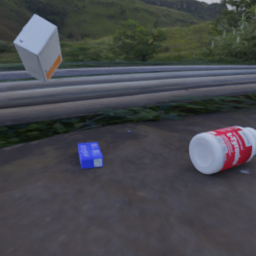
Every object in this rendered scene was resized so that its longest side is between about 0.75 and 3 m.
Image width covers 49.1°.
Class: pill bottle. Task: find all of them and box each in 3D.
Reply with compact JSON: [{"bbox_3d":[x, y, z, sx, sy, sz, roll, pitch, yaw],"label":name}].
[{"bbox_3d":[2.539,0.510,7.181,1.782,1.001,1.001,-11,20,-29],"label":"pill bottle"}]

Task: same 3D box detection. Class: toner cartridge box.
[{"bbox_3d":[-1.053,0.736,7.713,0.570,0.259,1.199,-3,17,-13],"label":"toner cartridge box"}]

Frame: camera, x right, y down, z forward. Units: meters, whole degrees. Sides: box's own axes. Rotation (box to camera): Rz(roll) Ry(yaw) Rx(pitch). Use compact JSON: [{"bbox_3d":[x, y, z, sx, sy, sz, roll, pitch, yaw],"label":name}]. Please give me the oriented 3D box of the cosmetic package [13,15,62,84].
[{"bbox_3d":[-3.285,-2.834,10.562,0.921,1.311,2.586,29,-15,-1],"label":"cosmetic package"}]
